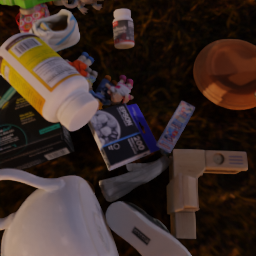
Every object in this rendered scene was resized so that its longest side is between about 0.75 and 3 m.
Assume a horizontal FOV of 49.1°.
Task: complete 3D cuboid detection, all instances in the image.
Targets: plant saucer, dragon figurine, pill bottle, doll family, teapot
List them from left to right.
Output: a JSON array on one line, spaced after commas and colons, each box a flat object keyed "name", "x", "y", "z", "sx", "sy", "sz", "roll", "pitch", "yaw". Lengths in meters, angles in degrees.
[{"name": "pill bottle", "x": -1.721, "y": -0.970, "z": 6.122, "sx": 2.223, "sy": 1.214, "sz": 1.214, "roll": 43, "pitch": 75, "yaw": 12}, {"name": "teapot", "x": -1.530, "y": 2.505, "z": 5.645, "sx": 2.187, "sy": 2.955, "sz": 2.994, "roll": -22, "pitch": 64, "yaw": -3}, {"name": "dragon figurine", "x": -1.530, "y": -4.344, "z": 9.178, "sx": 2.145, "sy": 0.631, "sz": 1.067, "roll": -33, "pitch": 71, "yaw": -34}, {"name": "doll family", "x": -0.926, "y": -1.098, "z": 7.867, "sx": 2.139, "sy": 0.964, "sz": 1.328, "roll": 29, "pitch": 42, "yaw": 0}, {"name": "pill bottle", "x": -0.149, "y": -3.075, "z": 8.733, "sx": 0.628, "sy": 0.628, "sz": 1.085, "roll": -5, "pitch": 92, "yaw": -2}, {"name": "plant saucer", "x": 3.265, "y": -1.751, "z": 8.526, "sx": 2.464, "sy": 0.461, "sz": 2.464, "roll": 0, "pitch": 69, "yaw": -1}]

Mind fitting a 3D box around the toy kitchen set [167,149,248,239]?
[{"name": "toy kitchen set", "x": 1.968, "y": 1.512, "z": 6.603, "sx": 1.882, "sy": 1.702, "sz": 2.087, "roll": 2, "pitch": 70, "yaw": 0}]

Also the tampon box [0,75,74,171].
[{"name": "tampon box", "x": -2.782, "y": -0.394, "z": 7.385, "sx": 1.885, "sy": 1.588, "sz": 2.515, "roll": -19, "pitch": 70, "yaw": -7}]

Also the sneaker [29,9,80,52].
[{"name": "sneaker", "x": -2.735, "y": -2.652, "z": 8.537, "sx": 2.646, "sy": 1.069, "sz": 1.012, "roll": -38, "pitch": 75, "yaw": -13}]

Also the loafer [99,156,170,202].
[{"name": "loafer", "x": 0.178, "y": 1.191, "z": 7.277, "sx": 1.950, "sy": 0.682, "sz": 0.680, "roll": -28, "pitch": 80, "yaw": -10}]

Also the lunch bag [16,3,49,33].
[{"name": "lunch bag", "x": -3.152, "y": -3.535, "z": 9.189, "sx": 1.033, "sy": 0.481, "sz": 1.173, "roll": -2, "pitch": 69, "yaw": -1}]

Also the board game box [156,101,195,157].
[{"name": "board game box", "x": 1.119, "y": 0.179, "z": 7.225, "sx": 0.404, "sy": 1.311, "sz": 1.310, "roll": 30, "pitch": 63, "yaw": 10}]

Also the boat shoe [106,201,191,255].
[{"name": "boat shoe", "x": 0.637, "y": 2.604, "z": 6.522, "sx": 2.572, "sy": 0.819, "sz": 0.909, "roll": 39, "pitch": 101, "yaw": 22}]

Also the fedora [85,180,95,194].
[{"name": "fedora", "x": -1.262, "y": 1.684, "z": 7.286, "sx": 0.763, "sy": 0.311, "sz": 0.763, "roll": 0, "pitch": 69, "yaw": -1}]

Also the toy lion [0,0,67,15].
[{"name": "toy lion", "x": -3.298, "y": -4.458, "z": 9.342, "sx": 1.934, "sy": 0.664, "sz": 1.853, "roll": -30, "pitch": 49, "yaw": -29}]

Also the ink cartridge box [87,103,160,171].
[{"name": "ink cartridge box", "x": -0.099, "y": 0.122, "z": 7.485, "sx": 1.584, "sy": 0.344, "sz": 1.569, "roll": -20, "pitch": 71, "yaw": -22}]

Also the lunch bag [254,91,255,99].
[{"name": "lunch bag", "x": 4.493, "y": -1.121, "z": 7.547, "sx": 2.094, "sy": 1.844, "sz": 0.858, "roll": -3, "pitch": 42, "yaw": -23}]
